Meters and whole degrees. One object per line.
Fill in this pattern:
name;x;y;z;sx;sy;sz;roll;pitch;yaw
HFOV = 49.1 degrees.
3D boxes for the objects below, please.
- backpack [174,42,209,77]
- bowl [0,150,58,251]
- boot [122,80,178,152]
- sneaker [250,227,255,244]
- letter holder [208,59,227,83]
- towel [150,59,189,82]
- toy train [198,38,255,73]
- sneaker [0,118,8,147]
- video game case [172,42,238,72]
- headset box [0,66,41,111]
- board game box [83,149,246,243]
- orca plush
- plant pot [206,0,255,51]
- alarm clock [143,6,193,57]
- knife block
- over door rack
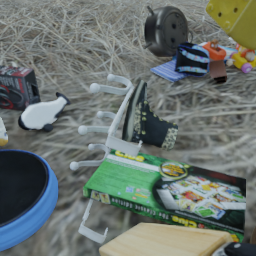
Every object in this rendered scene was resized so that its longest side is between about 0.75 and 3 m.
backpack;2.315;-2.390;9.812;1.189;1.085;0.800;20;39;26
bowl;-2.551;1.250;5.369;2.324;0.456;2.324;0;35;0
boot;0.568;-0.267;6.563;1.186;0.567;1.570;18;67;-9
sneaker;2.484;1.603;4.695;0.611;0.656;1.736;17;38;23
letter holder;3.092;-1.949;9.757;0.534;0.378;0.751;-7;58;13
towel;1.807;-2.226;10.541;1.626;0.194;1.177;-28;47;-34
toy train;4.257;-3.234;11.107;2.965;0.825;2.227;-31;58;-35
sneaker;-3.839;-0.441;6.800;2.911;1.283;1.096;16;29;38
video game case;3.301;-3.023;11.709;2.473;0.220;1.770;-29;44;-35
headset box;-3.339;-1.155;8.202;1.570;1.167;0.589;8;37;10
board game box;0.715;1.108;5.222;2.741;0.322;1.436;13;35;18
orca plush;-2.398;-0.432;7.644;0.645;0.954;1.814;-19;31;33
plant pot;4.062;-4.063;9.286;2.390;2.321;2.337;-12;58;-30
alarm clock;1.783;-3.778;11.190;2.781;1.876;0.926;-5;13;-42
knife block;0.667;1.610;3.085;0.904;2.479;2.824;-21;40;-27
over door rack;-0.520;0.304;5.167;0.891;1.977;2.676;14;28;-10
